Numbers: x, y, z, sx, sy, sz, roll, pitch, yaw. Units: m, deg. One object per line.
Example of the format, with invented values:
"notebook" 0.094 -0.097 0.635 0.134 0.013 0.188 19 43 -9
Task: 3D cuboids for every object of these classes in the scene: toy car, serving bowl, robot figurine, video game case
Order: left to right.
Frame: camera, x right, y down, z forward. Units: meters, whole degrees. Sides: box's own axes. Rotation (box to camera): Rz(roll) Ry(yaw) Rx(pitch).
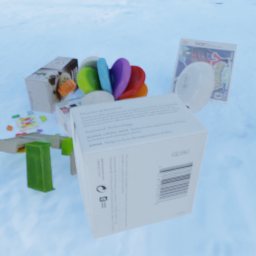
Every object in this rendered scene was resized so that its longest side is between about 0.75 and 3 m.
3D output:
"robot figurine" -2.601 -1.740 12.039 0.811 0.473 0.583 -40 18 -8
"toy car" -0.449 -1.645 10.482 2.821 2.115 2.469 17 50 -37
"serving bowl" 2.594 -1.745 11.683 0.719 2.186 2.186 13 29 -24
"video game case" 3.519 -2.738 13.160 2.676 0.338 2.937 10 79 12

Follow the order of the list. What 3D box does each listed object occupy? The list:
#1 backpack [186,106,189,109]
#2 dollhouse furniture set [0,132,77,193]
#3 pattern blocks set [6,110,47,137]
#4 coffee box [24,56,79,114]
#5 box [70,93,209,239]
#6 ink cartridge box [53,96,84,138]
"backpack" 1.041 0.059 9.680 1.883 1.450 1.793 12 74 23
"dollhouse furniture set" -2.914 0.986 9.259 2.749 1.379 1.801 4 10 36
"pattern blocks set" -4.094 -0.190 11.332 1.590 0.147 1.808 -25 42 -32
"coffee box" -3.305 -2.028 12.733 1.101 1.560 2.759 11 37 15
"box" 0.172 0.927 7.285 2.914 2.899 1.905 -10 36 -14
"ink cartridge box" -1.833 -0.570 11.281 1.912 0.802 1.679 -18 35 -25
